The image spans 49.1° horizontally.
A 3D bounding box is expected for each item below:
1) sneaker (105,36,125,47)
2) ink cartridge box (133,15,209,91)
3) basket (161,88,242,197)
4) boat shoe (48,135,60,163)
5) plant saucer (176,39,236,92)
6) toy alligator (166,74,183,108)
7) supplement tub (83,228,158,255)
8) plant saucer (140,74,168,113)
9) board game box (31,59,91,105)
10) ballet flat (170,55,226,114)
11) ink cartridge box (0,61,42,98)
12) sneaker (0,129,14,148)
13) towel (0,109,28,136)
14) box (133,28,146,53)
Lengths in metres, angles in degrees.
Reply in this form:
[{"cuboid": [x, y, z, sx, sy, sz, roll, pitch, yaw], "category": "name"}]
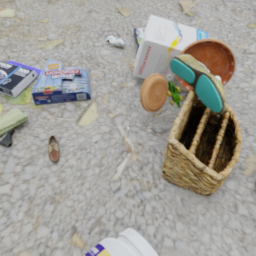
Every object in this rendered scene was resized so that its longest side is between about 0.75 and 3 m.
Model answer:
[{"cuboid": [-0.653, -4.327, 14.301, 1.146, 0.439, 0.463, 29, 61, 32], "category": "sneaker"}, {"cuboid": [1.760, -3.098, 11.722, 2.603, 1.917, 1.883, 15, 52, -5], "category": "ink cartridge box"}, {"cuboid": [2.536, 0.363, 8.854, 2.104, 2.196, 2.948, 20, 50, 17], "category": "basket"}, {"cuboid": [-2.617, 0.716, 9.741, 0.415, 0.394, 1.096, -13, 49, -11], "category": "boat shoe"}, {"cuboid": [2.812, -2.238, 10.323, 2.142, 2.142, 0.346, 4, 38, 4], "category": "plant saucer"}, {"cuboid": [1.384, -1.156, 8.672, 0.410, 1.236, 0.297, -26, 32, -6], "category": "toy alligator"}, {"cuboid": [-0.553, 3.685, 6.016, 2.688, 1.954, 1.954, -32, 55, -25], "category": "supplement tub"}, {"cuboid": [0.964, -1.202, 9.819, 1.367, 1.367, 0.221, -37, 38, -28], "category": "plant saucer"}, {"cuboid": [-2.835, -2.103, 12.061, 2.312, 0.713, 2.311, -7, 49, -6], "category": "board game box"}, {"cuboid": [2.283, -1.456, 8.517, 0.891, 0.891, 2.521, -24, 54, -20], "category": "ballet flat"}, {"cuboid": [-5.257, -2.387, 12.504, 2.094, 0.459, 2.113, 18, 49, 16], "category": "ink cartridge box"}, {"cuboid": [-4.290, 0.395, 10.158, 0.406, 0.286, 0.764, 25, 53, 6], "category": "sneaker"}, {"cuboid": [-4.537, -0.215, 10.481, 1.434, 0.262, 1.064, -34, 39, -26], "category": "towel"}, {"cuboid": [1.107, -4.187, 14.105, 1.446, 0.456, 2.627, -4, 48, -3], "category": "box"}]
